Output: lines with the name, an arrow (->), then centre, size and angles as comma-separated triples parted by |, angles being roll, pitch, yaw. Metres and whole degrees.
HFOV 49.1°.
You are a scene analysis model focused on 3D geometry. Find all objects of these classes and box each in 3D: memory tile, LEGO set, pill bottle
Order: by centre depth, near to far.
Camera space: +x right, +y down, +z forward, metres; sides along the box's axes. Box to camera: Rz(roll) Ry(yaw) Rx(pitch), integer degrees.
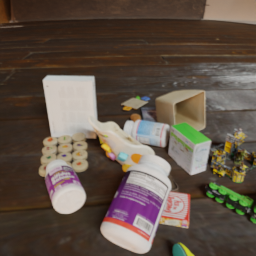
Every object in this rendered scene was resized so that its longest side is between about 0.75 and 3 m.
pill bottle -> 0.307, 1.881, 7.250 | 1.299, 1.299, 2.309 | 13, 57, 22
pill bottle -> -2.020, 1.732, 8.673 | 0.972, 0.972, 1.731 | -13, 32, -22
LEGO set -> 3.916, 0.859, 9.977 | 2.089, 1.210, 1.606 | -18, 34, -29
memory tile -> -2.417, 0.939, 10.640 | 1.753, 0.192, 2.287 | -6, 34, -7
pill bottle -> 0.747, 0.196, 11.427 | 1.737, 0.945, 0.945 | 10, 31, 18

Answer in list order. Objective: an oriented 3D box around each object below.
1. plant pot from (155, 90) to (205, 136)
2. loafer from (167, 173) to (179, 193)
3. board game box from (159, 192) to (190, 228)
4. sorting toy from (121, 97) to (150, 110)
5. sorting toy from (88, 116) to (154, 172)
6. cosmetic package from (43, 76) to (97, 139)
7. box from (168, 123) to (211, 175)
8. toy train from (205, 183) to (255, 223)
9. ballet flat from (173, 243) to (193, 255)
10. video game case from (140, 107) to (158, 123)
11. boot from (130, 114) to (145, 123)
plant pot -> 2.163, -0.710, 12.233 | 1.769, 1.771, 1.568 | -23, 30, -26
loafer -> 1.167, 1.664, 9.237 | 0.548, 0.533, 1.501 | -12, 32, -21
board game box -> 1.083, 2.333, 8.250 | 1.408, 0.326, 1.067 | 6, 29, 10
sorting toy -> 0.332, -1.222, 14.683 | 1.084, 0.262, 1.925 | 16, 33, 34
sorting toy -> -0.526, 0.382, 9.760 | 1.194, 2.012, 2.235 | -49, 45, -7
cosmetic package -> -2.314, -0.823, 11.563 | 1.942, 2.576, 0.665 | 1, 28, 2
box -> 2.149, 0.733, 10.115 | 0.711, 1.297, 1.470 | -13, 31, -23
toy train -> 3.318, 2.220, 8.280 | 2.141, 0.447, 0.604 | 28, 30, 34
ballet flat -> 1.500, 3.378, 6.322 | 0.547, 0.545, 1.632 | 14, 27, -21
video game case -> 1.237, -0.629, 13.718 | 1.126, 0.150, 1.577 | -2, 28, -3
boot -> 0.229, -0.208, 12.710 | 0.913, 0.435, 1.180 | -25, 34, -29
